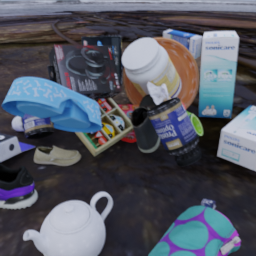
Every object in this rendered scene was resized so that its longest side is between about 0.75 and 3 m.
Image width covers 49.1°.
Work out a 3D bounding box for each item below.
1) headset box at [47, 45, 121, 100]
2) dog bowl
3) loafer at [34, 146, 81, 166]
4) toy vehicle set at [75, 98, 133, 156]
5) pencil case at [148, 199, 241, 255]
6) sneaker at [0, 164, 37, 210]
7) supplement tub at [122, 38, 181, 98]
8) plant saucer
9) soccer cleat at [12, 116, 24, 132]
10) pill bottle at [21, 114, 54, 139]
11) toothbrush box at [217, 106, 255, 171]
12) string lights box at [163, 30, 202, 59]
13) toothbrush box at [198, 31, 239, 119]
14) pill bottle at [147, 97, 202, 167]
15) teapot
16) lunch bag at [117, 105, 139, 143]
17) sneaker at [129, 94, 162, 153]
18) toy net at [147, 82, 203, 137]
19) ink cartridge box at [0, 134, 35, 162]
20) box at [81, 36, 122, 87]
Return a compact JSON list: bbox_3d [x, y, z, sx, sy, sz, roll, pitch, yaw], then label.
[{"bbox_3d":[-1.222,-1.434,7.426,1.804,1.342,0.697,-8,-8,-30],"label":"headset box"},{"bbox_3d":[-1.508,-0.434,6.004,1.245,0.554,2.234,-8,-21,38],"label":"dog bowl"},{"bbox_3d":[-2.002,0.763,7.858,1.325,0.452,0.501,-2,28,-3],"label":"loafer"},{"bbox_3d":[-1.104,-0.471,8.270,1.457,0.311,2.345,-35,75,-24],"label":"toy vehicle set"},{"bbox_3d":[0.848,2.270,4.340,1.165,1.073,2.521,-14,14,44],"label":"pencil case"},{"bbox_3d":[-3.262,1.237,6.237,2.274,1.131,0.791,-5,29,-11],"label":"sneaker"},{"bbox_3d":[0.796,-1.810,9.292,1.461,2.010,1.461,-15,55,22],"label":"supplement tub"},{"bbox_3d":[1.206,-1.822,10.437,2.923,2.923,0.547,-7,5,-13],"label":"plant saucer"},{"bbox_3d":[-3.024,-0.436,9.681,0.845,0.684,1.957,12,41,46],"label":"soccer cleat"},{"bbox_3d":[-2.908,-0.512,8.730,0.891,1.594,0.891,-15,-10,-3],"label":"pill bottle"},{"bbox_3d":[3.887,0.288,8.215,1.623,0.945,2.216,22,35,35],"label":"toothbrush box"},{"bbox_3d":[2.071,-3.262,10.894,1.519,0.781,0.448,28,46,35],"label":"string lights box"},{"bbox_3d":[3.282,-2.014,10.343,1.195,2.802,2.051,3,23,16],"label":"toothbrush box"},{"bbox_3d":[1.193,0.109,6.946,0.884,1.581,0.884,-27,7,4],"label":"pill bottle"},{"bbox_3d":[-1.034,1.840,5.279,1.317,0.975,1.335,3,27,5],"label":"teapot"},{"bbox_3d":[0.000,-0.107,9.187,1.597,0.654,1.407,-1,47,-3],"label":"lunch bag"},{"bbox_3d":[0.586,-0.476,8.125,0.819,1.163,2.189,-7,47,15],"label":"sneaker"},{"bbox_3d":[1.540,-0.739,8.887,0.475,2.458,1.289,-25,34,36],"label":"toy net"},{"bbox_3d":[-4.661,0.435,7.730,2.914,0.638,2.941,11,17,19],"label":"ink cartridge box"},{"bbox_3d":[-0.870,-2.279,9.630,1.335,1.680,0.386,1,18,3],"label":"box"}]
